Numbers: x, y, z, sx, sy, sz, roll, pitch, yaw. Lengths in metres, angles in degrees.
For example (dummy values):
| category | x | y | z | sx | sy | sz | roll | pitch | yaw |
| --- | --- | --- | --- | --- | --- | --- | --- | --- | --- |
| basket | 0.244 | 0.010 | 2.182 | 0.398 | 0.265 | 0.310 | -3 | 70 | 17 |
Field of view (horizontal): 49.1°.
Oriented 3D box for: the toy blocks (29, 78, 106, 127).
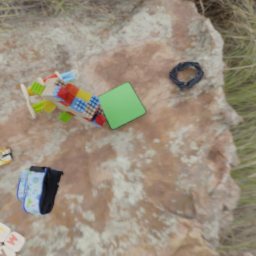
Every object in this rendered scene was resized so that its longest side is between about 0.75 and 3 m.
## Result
| category | x | y | z | sx | sy | sz | roll | pitch | yaw |
| --- | --- | --- | --- | --- | --- | --- | --- | --- | --- |
| toy blocks | -1.834 | -0.890 | 10.109 | 1.988 | 2.908 | 1.453 | 10 | 70 | 54 |

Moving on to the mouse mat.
| category | x | y | z | sx | sy | sz | roll | pitch | yaw |
| --- | --- | --- | --- | --- | --- | --- | --- | --- | --- |
| mouse mat | -0.311 | -0.946 | 11.564 | 1.607 | 0.075 | 1.997 | -26 | 54 | -1 |

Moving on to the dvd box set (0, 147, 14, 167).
| category | x | y | z | sx | sy | sz | roll | pitch | yaw |
| --- | --- | --- | --- | --- | --- | --- | --- | --- | --- |
| dvd box set | -4.998 | 1.179 | 10.913 | 0.917 | 0.135 | 0.671 | -21 | 63 | -11 |

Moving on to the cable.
| category | x | y | z | sx | sy | sz | roll | pitch | yaw |
| --- | --- | --- | --- | --- | --- | --- | --- | --- | --- |
| cable | 2.655 | -2.454 | 12.768 | 1.339 | 0.417 | 1.642 | 39 | 71 | 24 |

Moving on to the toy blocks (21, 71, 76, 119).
| category | x | y | z | sx | sy | sz | roll | pitch | yaw |
| --- | --- | --- | --- | --- | --- | --- | --- | --- | --- |
| toy blocks | -3.084 | -1.414 | 11.360 | 2.076 | 1.731 | 0.754 | -26 | 59 | -21 |

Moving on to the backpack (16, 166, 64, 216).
| category | x | y | z | sx | sy | sz | roll | pitch | yaw |
| --- | --- | --- | --- | --- | --- | --- | --- | --- | --- |
| backpack | -2.578 | 1.802 | 8.066 | 0.967 | 1.204 | 1.316 | 3 | 76 | 11 |

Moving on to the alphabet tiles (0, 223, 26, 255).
| category | x | y | z | sx | sy | sz | roll | pitch | yaw |
| --- | --- | --- | --- | --- | --- | --- | --- | --- | --- |
| alphabet tiles | -4.567 | 4.480 | 9.117 | 2.448 | 0.183 | 2.503 | 27 | 65 | 14 |
